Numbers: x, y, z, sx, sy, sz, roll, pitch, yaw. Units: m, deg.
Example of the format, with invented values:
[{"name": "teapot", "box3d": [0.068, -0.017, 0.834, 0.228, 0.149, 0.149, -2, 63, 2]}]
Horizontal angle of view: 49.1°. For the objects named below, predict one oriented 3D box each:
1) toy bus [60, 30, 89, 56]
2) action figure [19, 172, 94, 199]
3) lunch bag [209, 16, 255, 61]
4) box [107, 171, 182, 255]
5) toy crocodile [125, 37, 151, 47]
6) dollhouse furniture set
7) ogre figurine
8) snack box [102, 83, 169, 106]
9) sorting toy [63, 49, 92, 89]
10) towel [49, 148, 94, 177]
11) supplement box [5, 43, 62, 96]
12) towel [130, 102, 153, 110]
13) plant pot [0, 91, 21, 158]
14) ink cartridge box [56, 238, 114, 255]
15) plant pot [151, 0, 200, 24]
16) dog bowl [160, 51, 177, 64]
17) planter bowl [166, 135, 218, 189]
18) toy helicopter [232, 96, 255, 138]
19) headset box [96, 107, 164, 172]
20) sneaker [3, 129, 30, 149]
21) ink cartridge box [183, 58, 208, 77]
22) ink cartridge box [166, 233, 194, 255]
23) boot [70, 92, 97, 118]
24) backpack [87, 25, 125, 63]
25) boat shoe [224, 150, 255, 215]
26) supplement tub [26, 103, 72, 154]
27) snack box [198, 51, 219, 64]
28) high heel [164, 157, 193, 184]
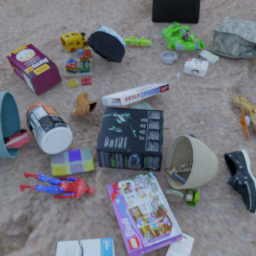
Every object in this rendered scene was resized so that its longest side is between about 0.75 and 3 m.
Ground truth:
[{"name": "toy bus", "box3d": [-2.696, -4.608, 14.566, 1.547, 0.847, 1.640, 8, 49, 6]}, {"name": "action figure", "box3d": [-2.232, 1.887, 9.036, 2.288, 0.591, 0.749, 7, 54, 2]}, {"name": "lunch bag", "box3d": [5.668, -4.417, 13.969, 2.498, 1.468, 2.048, 22, 49, 23]}, {"name": "box", "box3d": [0.415, 2.485, 8.357, 1.554, 0.444, 2.272, -17, 45, -8]}, {"name": "toy crocodile", "box3d": [0.496, -4.493, 14.775, 1.464, 0.452, 0.494, 4, 41, -3]}, {"name": "dollhouse furniture set", "box3d": [1.688, 2.038, 8.803, 1.013, 0.664, 0.508, 9, 55, 8]}, {"name": "ogre figurine", "box3d": [2.630, -4.644, 14.339, 1.472, 1.204, 2.455, -18, 72, -24]}, {"name": "snack box", "box3d": [0.385, -1.368, 11.151, 1.045, 0.353, 2.907, 5, 20, 44]}, {"name": "sorting toy", "box3d": [-2.413, -2.954, 13.366, 1.319, 0.463, 2.736, -4, 49, -3]}, {"name": "towel", "box3d": [-1.981, 1.180, 9.797, 1.500, 0.171, 1.077, -6, 43, -10]}, {"name": "supplement box", "box3d": [-4.275, -2.709, 12.694, 1.325, 1.028, 2.400, -37, 58, -21]}, {"name": "towel", "box3d": [0.568, -0.706, 11.521, 0.835, 0.201, 0.715, -22, 49, -15]}, {"name": "plant pot", "box3d": [-4.751, -0.051, 9.552, 1.538, 2.284, 2.284, -5, 49, -6]}, {"name": "ink cartridge box", "box3d": [-1.085, 3.408, 7.350, 1.434, 1.041, 0.600, -3, 49, -3]}, {"name": "plant pot", "box3d": [2.814, -7.857, 15.820, 2.767, 2.460, 2.773, 3, 69, 2]}, {"name": "dog bowl", "box3d": [2.024, -3.530, 13.958, 0.863, 0.253, 0.863, -3, 48, 4]}, {"name": "planter bowl", "box3d": [2.128, 1.164, 9.072, 1.162, 1.726, 1.726, 11, 46, -19]}, {"name": "toy helicopter", "box3d": [4.929, -0.538, 11.139, 1.595, 0.951, 2.411, -24, 41, -8]}, {"name": "headset box", "box3d": [0.047, 0.367, 10.000, 2.359, 1.094, 2.054, 4, 49, 3]}, {"name": "sneaker", "box3d": [-4.145, 0.572, 10.077, 1.303, 0.565, 0.480, -29, 37, -22]}, {"name": "ink cartridge box", "box3d": [3.221, -2.885, 13.324, 1.005, 0.430, 0.742, 16, 50, 16]}, {"name": "ink cartridge box", "box3d": [1.420, 3.446, 7.783, 0.559, 0.324, 0.960, 19, 52, 22]}, {"name": "boot", "box3d": [-1.679, -0.998, 11.228, 1.066, 0.526, 1.373, -11, 39, 37]}, {"name": "backpack", "box3d": [-0.981, -3.964, 13.260, 1.808, 2.217, 1.704, 29, 90, -12]}, {"name": "boat shoe", "box3d": [3.565, 1.659, 9.008, 0.793, 0.894, 2.393, 3, 47, 4]}, {"name": "supplement tub", "box3d": [-2.908, -0.046, 10.063, 1.184, 1.184, 1.932, -26, 45, -21]}, {"name": "snack box", "box3d": [4.040, -3.560, 14.092, 0.522, 0.167, 0.898, -36, 58, -28]}, {"name": "high heel", "box3d": [1.791, 1.174, 9.425, 0.853, 0.427, 1.196, 30, 74, 17]}]
